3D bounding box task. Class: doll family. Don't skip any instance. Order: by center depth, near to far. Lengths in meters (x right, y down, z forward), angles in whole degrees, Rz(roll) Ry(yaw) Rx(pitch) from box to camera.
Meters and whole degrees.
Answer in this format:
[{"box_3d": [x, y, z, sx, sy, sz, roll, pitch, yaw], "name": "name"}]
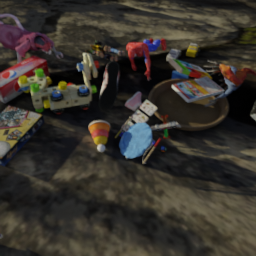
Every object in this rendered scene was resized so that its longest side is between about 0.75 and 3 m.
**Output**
[{"box_3d": [-0.965, -3.096, 11.383, 1.009, 0.685, 1.746, 20, 8, 42], "name": "doll family"}]

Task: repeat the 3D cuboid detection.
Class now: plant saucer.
[{"box_3d": [1.978, -0.791, 9.350, 2.625, 0.387, 2.625, 0, 44, 0], "name": "plant saucer"}]

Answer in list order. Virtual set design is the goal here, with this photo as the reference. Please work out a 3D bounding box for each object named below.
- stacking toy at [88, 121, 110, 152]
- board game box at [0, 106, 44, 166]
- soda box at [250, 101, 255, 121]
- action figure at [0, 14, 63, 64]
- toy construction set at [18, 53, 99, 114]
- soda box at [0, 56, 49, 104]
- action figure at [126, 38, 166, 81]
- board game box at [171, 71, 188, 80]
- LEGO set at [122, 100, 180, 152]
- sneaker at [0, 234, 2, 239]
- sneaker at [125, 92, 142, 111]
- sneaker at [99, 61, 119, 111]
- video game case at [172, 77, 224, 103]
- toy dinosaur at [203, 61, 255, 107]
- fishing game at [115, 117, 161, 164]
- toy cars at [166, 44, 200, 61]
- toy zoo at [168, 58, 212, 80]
[{"box_3d": [-0.808, 0.289, 8.142, 0.649, 0.649, 0.888, -5, 58, -6], "name": "stacking toy"}, {"box_3d": [-3.613, 0.164, 8.358, 1.308, 0.334, 1.931, 15, 46, 16], "name": "board game box"}, {"box_3d": [4.932, -1.128, 8.945, 1.049, 0.939, 2.965, 43, 52, -3], "name": "soda box"}, {"box_3d": [-3.901, -3.592, 11.300, 2.736, 2.038, 1.833, 18, 38, 38], "name": "action figure"}, {"box_3d": [-2.191, -1.422, 9.477, 2.824, 1.301, 1.852, -23, 47, -7], "name": "toy construction set"}, {"box_3d": [-3.944, -1.818, 10.217, 0.763, 0.691, 2.181, 24, 49, 24], "name": "soda box"}, {"box_3d": [0.697, -2.760, 11.114, 0.962, 1.459, 2.947, 7, 20, 24], "name": "action figure"}, {"box_3d": [1.972, -1.891, 10.705, 0.621, 0.153, 0.786, 10, 49, 4], "name": "board game box"}, {"box_3d": [0.746, 0.040, 8.406, 1.192, 0.392, 1.595, -48, 58, -4], "name": "LEGO set"}, {"box_3d": [-3.043, 2.508, 5.918, 0.788, 0.355, 0.295, -38, 49, -1], "name": "sneaker"}, {"box_3d": [0.311, -0.857, 9.478, 0.492, 0.354, 0.941, 35, 42, 10], "name": "sneaker"}, {"box_3d": [-0.635, -1.396, 9.619, 0.559, 1.675, 0.898, 10, 4, -6], "name": "sneaker"}, {"box_3d": [2.361, -1.325, 9.518, 1.431, 0.125, 1.023, -16, 43, -18], "name": "video game case"}, {"box_3d": [3.362, -1.766, 8.988, 2.545, 1.336, 2.309, -24, 10, 0], "name": "toy dinosaur"}, {"box_3d": [0.230, 0.376, 7.880, 1.127, 0.245, 1.574, -55, 42, -1], "name": "fishing game"}, {"box_3d": [2.379, -3.297, 11.998, 1.862, 0.412, 0.835, -18, 46, -19], "name": "toy cars"}, {"box_3d": [2.413, -2.143, 10.480, 1.640, 0.168, 1.076, 10, 31, -24], "name": "toy zoo"}]
